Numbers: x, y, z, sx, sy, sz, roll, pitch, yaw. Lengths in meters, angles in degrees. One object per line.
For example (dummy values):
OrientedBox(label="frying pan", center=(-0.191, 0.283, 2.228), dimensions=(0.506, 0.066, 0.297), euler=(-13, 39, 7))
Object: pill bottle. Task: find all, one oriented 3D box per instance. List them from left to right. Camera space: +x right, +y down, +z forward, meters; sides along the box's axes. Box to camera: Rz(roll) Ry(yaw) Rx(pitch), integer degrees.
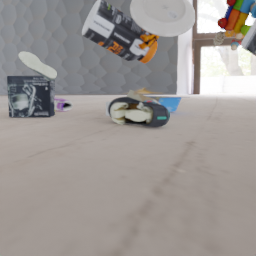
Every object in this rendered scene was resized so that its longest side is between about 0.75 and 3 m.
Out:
OrientedBox(label="pill bottle", center=(-0.253, -3.804, 11.539), dimensions=(2.969, 1.577, 1.577), euler=(24, -1, -23))

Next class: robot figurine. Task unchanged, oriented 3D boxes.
OrientedBox(label="robot figurine", center=(0.829, -3.406, 10.512), dimensions=(0.317, 0.789, 1.088), euler=(36, 54, 13))

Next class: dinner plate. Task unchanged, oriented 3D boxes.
OrientedBox(label="dinner plate", center=(0.715, -2.396, 5.644), dimensions=(1.349, 1.349, 0.163), euler=(-1, -24, -7))

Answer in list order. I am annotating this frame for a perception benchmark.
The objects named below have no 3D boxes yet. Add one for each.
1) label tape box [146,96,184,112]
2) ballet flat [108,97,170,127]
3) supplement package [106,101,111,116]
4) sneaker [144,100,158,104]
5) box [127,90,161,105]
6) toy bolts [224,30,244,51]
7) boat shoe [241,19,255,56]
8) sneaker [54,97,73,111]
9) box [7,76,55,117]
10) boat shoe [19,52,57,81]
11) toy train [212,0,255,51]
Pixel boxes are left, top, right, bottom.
OrientedBox(label="label tape box", center=(1.503, -1.176, 13.962), dimensions=(2.559, 0.810, 1.845), euler=(8, 11, 43))
OrientedBox(label="ballet flat", center=(0.072, -0.531, 9.499), dimensions=(2.766, 1.011, 1.011), euler=(10, 13, 41))
OrientedBox(label="supplement package", center=(-0.399, -0.882, 12.656), dimensions=(1.083, 0.633, 0.635), euler=(3, 9, 18))
OrientedBox(label="sneaker", center=(0.683, -0.566, 10.958), dimensions=(1.880, 0.745, 0.898), euler=(-16, 29, -38))
OrientedBox(label="box", center=(0.654, -1.178, 12.889), dimensions=(1.512, 0.588, 0.718), euler=(29, 2, 38))
OrientedBox(label="toy bolts", center=(4.170, -3.504, 11.093), dimensions=(0.811, 0.849, 0.589), euler=(13, 46, 25))
OrientedBox(label="boat shoe", center=(3.567, -2.647, 7.002), dimensions=(0.684, 1.907, 0.646), euler=(-27, 62, -32))
OrientedBox(label="sneaker", center=(-4.045, -1.261, 14.587), dimensions=(2.369, 0.859, 1.351), euler=(-7, 14, -38))
OrientedBox(label="box", center=(-4.167, -1.369, 12.167), dimensions=(1.763, 1.734, 1.093), euler=(-1, 9, -4))
OrientedBox(label="boat shoe", center=(-2.875, -1.905, 8.829), dimensions=(1.283, 0.467, 0.396), euler=(32, -31, -10))
OrientedBox(label="toy train", center=(3.709, -3.392, 9.534), dimensions=(0.877, 2.071, 1.198), euler=(-8, 39, -32))
